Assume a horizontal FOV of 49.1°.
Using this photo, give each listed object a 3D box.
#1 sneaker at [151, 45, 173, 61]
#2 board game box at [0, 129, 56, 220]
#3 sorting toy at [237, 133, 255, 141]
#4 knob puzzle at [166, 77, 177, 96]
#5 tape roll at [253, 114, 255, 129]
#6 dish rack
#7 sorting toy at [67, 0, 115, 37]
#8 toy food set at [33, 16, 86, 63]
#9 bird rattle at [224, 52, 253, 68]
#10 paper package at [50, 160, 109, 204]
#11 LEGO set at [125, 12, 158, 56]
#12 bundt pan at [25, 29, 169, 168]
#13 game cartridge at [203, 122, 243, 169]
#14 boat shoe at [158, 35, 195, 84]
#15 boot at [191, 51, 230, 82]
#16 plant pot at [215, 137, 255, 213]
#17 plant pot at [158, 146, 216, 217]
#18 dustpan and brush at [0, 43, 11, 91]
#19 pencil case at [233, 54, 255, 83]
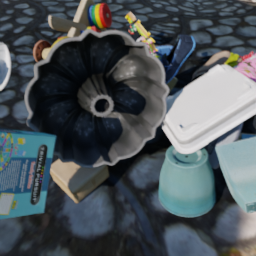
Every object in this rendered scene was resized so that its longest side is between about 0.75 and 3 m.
[{"bbox_3d":[0.753,-3.056,11.380,2.794,0.990,1.158,-4,48,0],"label":"sneaker"},{"bbox_3d":[-2.208,0.750,4.602,0.457,1.470,1.947,9,0,37],"label":"board game box"},{"bbox_3d":[3.723,0.763,7.537,1.941,0.354,1.797,9,42,10],"label":"sorting toy"},{"bbox_3d":[-0.085,-0.968,7.985,2.538,2.538,0.352,-1,32,-1],"label":"knob puzzle"},{"bbox_3d":[4.411,-0.154,8.369,1.205,0.398,1.205,2,30,-1],"label":"tape roll"},{"bbox_3d":[1.672,-0.564,6.129,2.165,0.471,1.858,-32,34,5],"label":"dish rack"},{"bbox_3d":[-0.969,-3.028,9.730,0.796,2.273,2.287,-2,58,21],"label":"sorting toy"},{"bbox_3d":[-1.946,-1.657,7.639,0.869,2.661,1.566,18,25,24],"label":"toy food set"},{"bbox_3d":[4.147,-2.729,11.199,1.643,0.925,1.339,-29,33,-32],"label":"bird rattle"},{"bbox_3d":[-1.208,1.082,6.927,1.071,0.582,1.124,34,58,31],"label":"paper package"},{"bbox_3d":[0.310,-2.415,7.782,0.550,1.477,0.679,-41,41,0],"label":"LEGO set"},{"bbox_3d":[-0.684,-0.679,6.119,2.990,2.990,1.122,-12,29,-14],"label":"bundt pan"},{"bbox_3d":[2.138,0.101,6.934,1.115,1.674,0.348,26,3,30],"label":"game cartridge"},{"bbox_3d":[1.005,-1.663,6.763,0.491,1.431,0.602,14,38,-24],"label":"boat shoe"},{"bbox_3d":[2.653,-1.912,9.103,0.457,1.302,0.952,47,49,-6],"label":"boot"},{"bbox_3d":[2.435,0.962,5.385,1.131,1.128,1.152,-15,55,16],"label":"plant pot"},{"bbox_3d":[1.315,1.071,6.305,1.330,1.250,1.330,-5,33,4],"label":"plant pot"},{"bbox_3d":[-3.781,-1.159,7.532,1.404,2.012,0.576,-18,51,-27],"label":"dustpan and brush"},{"bbox_3d":[4.679,-2.059,10.153,2.769,1.146,1.198,-32,74,-32],"label":"pencil case"}]
